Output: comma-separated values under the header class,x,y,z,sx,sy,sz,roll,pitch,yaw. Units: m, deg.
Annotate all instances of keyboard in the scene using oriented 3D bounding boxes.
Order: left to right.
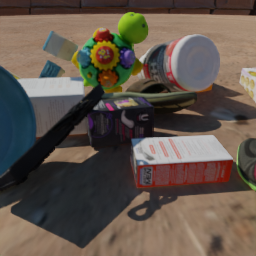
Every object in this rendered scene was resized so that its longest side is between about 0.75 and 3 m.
class,x,y,z,sx,sy,sz,roll,pitch,yaw
keyboard,-1.197,0.062,4.865,1.514,0.323,2.521,-33,16,43

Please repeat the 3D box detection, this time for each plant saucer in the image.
class,x,y,z,sx,sy,sz,roll,pitch,yaw
plant saucer,-3.107,-0.024,4.896,2.839,2.839,0.510,-20,-4,-35

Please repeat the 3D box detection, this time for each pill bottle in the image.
class,x,y,z,sx,sy,sz,roll,pitch,yaw
pill bottle,1.398,-1.962,8.980,1.574,1.574,2.843,-12,11,-22

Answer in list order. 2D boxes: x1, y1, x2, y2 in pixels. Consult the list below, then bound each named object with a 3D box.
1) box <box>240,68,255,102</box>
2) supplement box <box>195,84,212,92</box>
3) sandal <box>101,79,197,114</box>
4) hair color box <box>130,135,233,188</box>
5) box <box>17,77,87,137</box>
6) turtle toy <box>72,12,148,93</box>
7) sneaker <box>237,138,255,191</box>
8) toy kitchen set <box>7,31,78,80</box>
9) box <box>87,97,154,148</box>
class,x,y,z,sx,sy,sz,roll,pitch,yaw
box,4.329,-1.310,9.143,0.579,0.620,2.991,2,27,6
supplement box,2.239,-2.106,10.170,0.659,1.129,1.792,-14,29,-24
sandal,0.371,-0.932,7.592,2.981,0.851,1.184,3,-11,7
hair color box,0.945,0.607,5.333,1.713,0.548,0.950,-1,26,-6
box,-2.086,-0.557,7.100,1.977,1.051,1.505,-4,27,-8
turtle toy,-0.454,-2.293,8.517,1.964,2.694,1.362,42,0,1
sneaker,2.443,0.759,4.487,0.920,1.004,2.397,1,26,2
toy kitchen set,-2.780,-1.862,7.919,1.725,2.154,1.269,30,9,1
box,-0.204,-0.157,6.474,1.442,0.881,0.765,-5,25,-12
